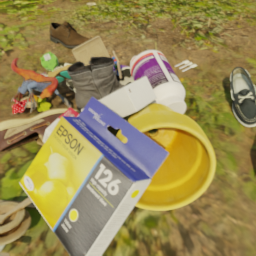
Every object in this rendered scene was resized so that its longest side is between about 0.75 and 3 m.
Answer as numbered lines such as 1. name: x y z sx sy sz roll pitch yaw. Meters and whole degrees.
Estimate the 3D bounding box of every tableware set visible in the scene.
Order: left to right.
1. tableware set: -3.647 1.991 6.361 2.820 0.565 1.864 3 22 5

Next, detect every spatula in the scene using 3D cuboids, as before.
1. spatula: 2.579 -2.796 12.641 0.931 0.075 0.647 -29 55 -28

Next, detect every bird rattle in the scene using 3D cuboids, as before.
1. bird rattle: -3.502 -0.876 10.165 1.339 0.754 1.092 -12 23 -5

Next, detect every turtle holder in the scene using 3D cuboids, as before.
1. turtle holder: -3.149 -2.654 11.612 0.899 0.638 0.683 36 87 9

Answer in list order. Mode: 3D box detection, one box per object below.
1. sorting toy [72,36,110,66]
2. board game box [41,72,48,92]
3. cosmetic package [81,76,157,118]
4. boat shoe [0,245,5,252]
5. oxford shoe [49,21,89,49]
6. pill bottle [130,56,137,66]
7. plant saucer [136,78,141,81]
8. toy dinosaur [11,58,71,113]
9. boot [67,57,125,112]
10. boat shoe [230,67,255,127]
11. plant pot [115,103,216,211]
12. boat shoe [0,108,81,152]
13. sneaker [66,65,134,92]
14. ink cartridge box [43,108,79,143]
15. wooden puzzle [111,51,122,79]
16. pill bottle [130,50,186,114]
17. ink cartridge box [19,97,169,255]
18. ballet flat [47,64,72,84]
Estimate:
1. sorting toy: -1.681 -2.725 11.486 1.851 1.379 0.248 -28 22 2
2. board game box: -3.507 -1.893 11.500 0.921 0.201 0.926 29 49 28
3. cosmetic package: -0.297 -0.640 7.690 1.949 0.695 0.989 -20 10 46
4. boat shoe: -3.373 2.722 6.011 1.537 0.547 0.536 -33 51 -31
5. oxford shoe: -2.979 -4.662 13.977 2.627 1.109 0.955 23 44 22
6. pill bottle: 0.731 -2.575 11.816 1.213 0.676 0.676 27 48 33
7. plant saucer: 0.398 -1.059 8.312 0.137 0.855 0.855 0 39 22
8. toy dinosaur: -3.267 -1.509 9.640 1.413 2.692 2.443 -39 11 -39
9. boot: -0.483 -1.525 9.696 2.985 1.965 1.042 -16 42 -16
10. boat shoe: 4.036 -1.134 9.834 0.907 0.723 2.398 -15 51 14
11. plant pot: 0.767 0.494 7.372 2.445 2.445 2.301 -1 25 -1
12. boat shoe: -2.723 0.122 8.821 2.765 0.998 0.995 -13 71 -27
13. sneaker: -0.962 -1.939 11.132 2.976 1.200 1.241 -4 25 -16
14. ink cartridge box: -1.467 0.340 8.174 1.603 0.686 1.183 35 49 3
15. wooden puzzle: -0.442 -2.303 10.246 0.186 0.745 0.804 -16 48 -3
16. pill bottle: 1.019 -1.398 9.384 1.355 1.355 2.410 -12 54 -13
17. ink cartridge box: -0.916 0.910 5.974 2.667 2.699 0.634 36 8 38
18. ballet flat: -2.322 -2.023 10.085 1.835 0.630 0.578 -11 68 34
